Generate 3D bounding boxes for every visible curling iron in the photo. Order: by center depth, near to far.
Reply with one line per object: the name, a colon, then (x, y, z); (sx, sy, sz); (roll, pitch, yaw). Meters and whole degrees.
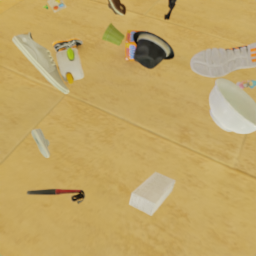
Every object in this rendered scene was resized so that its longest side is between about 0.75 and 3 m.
curling iron: (-1.823, 1.720, 7.251); (1.524, 0.195, 0.378); (13, 44, -24)

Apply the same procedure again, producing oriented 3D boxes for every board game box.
board game box: (0.435, -4.199, 14.313); (1.082, 1.082, 1.083); (4, 53, 3)

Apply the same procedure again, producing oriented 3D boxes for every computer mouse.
computer mouse: (1.909, -5.390, 12.328); (0.333, 1.016, 1.447); (14, 56, -12)

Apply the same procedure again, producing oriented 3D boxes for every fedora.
fedora: (0.831, -2.916, 11.055); (2.039, 2.039, 0.931); (28, 87, 19)

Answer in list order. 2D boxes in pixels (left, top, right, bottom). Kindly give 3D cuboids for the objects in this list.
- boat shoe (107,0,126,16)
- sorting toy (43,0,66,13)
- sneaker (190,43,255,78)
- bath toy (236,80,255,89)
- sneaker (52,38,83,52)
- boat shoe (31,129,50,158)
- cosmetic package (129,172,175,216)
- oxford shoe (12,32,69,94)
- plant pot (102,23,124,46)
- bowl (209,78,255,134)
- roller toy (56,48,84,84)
boat shoe: (-0.569, -4.774, 10.956); (0.538, 1.454, 0.537); (6, 88, 20)
sorting toy: (-2.842, -4.670, 10.743); (0.793, 0.586, 0.117); (-21, 62, 11)
sneaker: (3.204, -2.125, 8.933); (2.324, 0.902, 1.302); (-2, 11, 18)
bath toy: (3.990, -1.453, 9.594); (0.378, 0.869, 0.321); (12, 91, -13)
sneaker: (-3.148, -4.302, 14.779); (1.579, 0.618, 0.610); (-16, 82, -17)
boat shoe: (-2.740, 0.470, 9.062); (0.367, 0.359, 1.030); (-24, 79, -38)
cosmetic package: (0.711, 1.788, 7.817); (0.683, 0.419, 1.655); (23, 21, 22)
oxford shoe: (-3.133, -2.459, 10.609); (0.805, 1.048, 2.787); (-41, 104, -6)
plant pot: (-0.628, -4.141, 12.682); (0.818, 0.861, 0.861); (32, 57, -4)
bowl: (3.240, -0.523, 8.781); (2.046, 0.920, 2.046); (25, 38, -21)
roller toy: (-2.333, -2.473, 11.163); (0.930, 1.331, 1.214); (-14, 19, -4)
